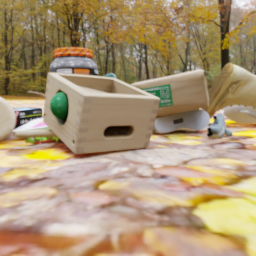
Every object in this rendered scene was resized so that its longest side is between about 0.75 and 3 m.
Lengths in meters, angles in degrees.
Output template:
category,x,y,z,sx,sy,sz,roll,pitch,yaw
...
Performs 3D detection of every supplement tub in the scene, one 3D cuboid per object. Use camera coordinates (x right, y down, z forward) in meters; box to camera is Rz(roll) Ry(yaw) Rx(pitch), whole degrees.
category,x,y,z,sx,sy,sz,roll,pitch,yaw
supplement tub,-1.948,-1.361,10.206,1.741,2.841,1.741,-1,5,0

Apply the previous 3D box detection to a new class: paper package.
category,x,y,z,sx,sy,sz,roll,pitch,yaw
paper package,1.515,-1.191,9.705,2.384,1.233,2.272,-9,7,14

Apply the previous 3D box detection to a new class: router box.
category,x,y,z,sx,sy,sz,roll,pitch,yaw
router box,-5.051,-0.449,11.651,2.358,0.733,1.767,3,8,19

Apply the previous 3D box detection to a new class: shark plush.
category,x,y,z,sx,sy,sz,roll,pitch,yaw
shark plush,2.630,-0.059,8.693,0.777,0.712,1.711,6,10,41

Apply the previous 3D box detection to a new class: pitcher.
category,x,y,z,sx,sy,sz,roll,pitch,yaw
pitcher,5.288,-0.706,12.016,2.235,1.355,1.917,15,21,24

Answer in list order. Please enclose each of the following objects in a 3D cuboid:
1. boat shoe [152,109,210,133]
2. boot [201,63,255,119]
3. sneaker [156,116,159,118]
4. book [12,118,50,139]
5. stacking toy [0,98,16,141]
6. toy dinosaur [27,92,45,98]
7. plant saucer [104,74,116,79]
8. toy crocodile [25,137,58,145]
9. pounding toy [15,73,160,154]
category,x,y,z,sx,sy,sz,roll,pitch,yaw
boat shoe,1.753,-0.179,9.740,2.248,0.786,0.745,-12,2,-22
boot,4.464,-1.087,11.534,2.315,2.979,1.084,16,46,-4
sneaker,1.889,-0.729,11.329,2.604,1.078,0.934,-9,32,-36
book,-2.357,-0.080,8.443,1.814,0.436,1.212,-8,14,14
stacking toy,-4.080,-0.220,8.762,1.276,1.276,2.989,-2,0,-17
toy dinosaur,-2.781,-1.076,12.238,2.753,0.832,1.462,13,-34,6
plant saucer,-1.408,-1.376,13.601,0.501,2.786,2.786,36,-12,-29
toy crocodile,-2.356,0.310,7.660,0.921,0.284,0.311,-9,-19,-44
pounding toy,-1.111,-0.243,6.989,2.600,1.848,2.394,-2,23,-37
